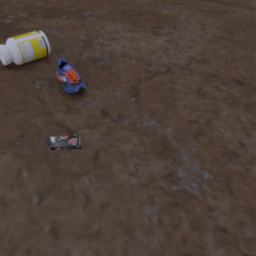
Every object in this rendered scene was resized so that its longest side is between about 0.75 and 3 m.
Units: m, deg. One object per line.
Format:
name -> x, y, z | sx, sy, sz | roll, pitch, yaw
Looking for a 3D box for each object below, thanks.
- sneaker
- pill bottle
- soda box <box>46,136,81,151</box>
sneaker -> -2.706, -2.356, 12.755 | 0.896, 0.933, 2.378 | -26, 48, -25
pill bottle -> -5.340, -4.032, 14.327 | 2.367, 1.326, 1.326 | -28, 49, -27
soda box -> -1.918, 0.463, 8.406 | 0.994, 0.315, 0.352 | -3, 67, -1
